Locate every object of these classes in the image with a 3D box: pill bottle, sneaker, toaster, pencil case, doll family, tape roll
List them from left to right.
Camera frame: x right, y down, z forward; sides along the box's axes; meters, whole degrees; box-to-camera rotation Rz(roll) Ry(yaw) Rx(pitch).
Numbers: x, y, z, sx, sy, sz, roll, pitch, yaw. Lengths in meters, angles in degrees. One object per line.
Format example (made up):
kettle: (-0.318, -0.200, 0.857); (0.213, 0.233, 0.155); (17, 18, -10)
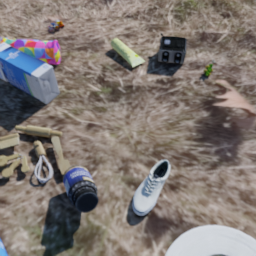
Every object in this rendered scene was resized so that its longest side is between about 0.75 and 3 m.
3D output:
pencil case: (-4.365, -3.455, 12.525); (2.646, 1.169, 1.169); (6, 51, 2)
doll family: (-3.702, -5.313, 14.444); (0.915, 0.412, 0.568); (-33, 58, -24)
pill bottle: (-1.370, 1.767, 8.140); (0.842, 0.842, 1.505); (-20, 26, -16)
sneaker: (0.708, 1.744, 8.605); (0.709, 0.687, 1.942); (22, 55, 17)
toaster: (2.012, -3.606, 12.824); (1.228, 0.806, 1.358); (7, 52, 5)
tape roll: (2.164, 3.958, 6.587); (3.034, 1.061, 3.034); (0, 51, 0)

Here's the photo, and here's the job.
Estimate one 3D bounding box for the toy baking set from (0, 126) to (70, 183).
toy baking set: (-3.173, 0.852, 9.606); (2.789, 0.324, 2.140); (4, 54, 4)

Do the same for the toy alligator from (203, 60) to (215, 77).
toy alligator: (3.559, -2.598, 12.325); (0.340, 0.247, 1.026); (40, 63, -11)

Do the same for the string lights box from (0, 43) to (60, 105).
string lights box: (-4.181, -2.211, 11.294); (2.798, 1.438, 0.825); (29, 57, 21)

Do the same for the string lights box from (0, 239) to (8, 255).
string lights box: (-3.776, 3.629, 6.967); (1.510, 0.866, 2.938); (-31, 57, -22)

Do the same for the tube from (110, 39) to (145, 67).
tube: (-0.077, -3.474, 12.971); (0.541, 0.484, 1.865); (-48, 64, 12)
